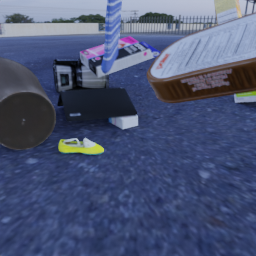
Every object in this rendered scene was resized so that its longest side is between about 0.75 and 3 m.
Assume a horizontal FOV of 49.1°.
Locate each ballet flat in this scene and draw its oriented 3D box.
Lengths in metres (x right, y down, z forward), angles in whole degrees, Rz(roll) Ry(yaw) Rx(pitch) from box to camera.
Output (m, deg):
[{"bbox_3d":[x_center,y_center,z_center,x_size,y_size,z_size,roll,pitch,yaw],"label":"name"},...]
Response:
[{"bbox_3d":[-1.189,0.447,7.043,1.148,0.385,0.384,1,22,3],"label":"ballet flat"}]

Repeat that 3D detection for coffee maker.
[{"bbox_3d":[-2.199,-2.378,12.854,2.362,1.591,2.268,-4,1,-12],"label":"coffee maker"}]

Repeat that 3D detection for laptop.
[{"bbox_3d":[-1.167,-0.646,9.527,2.200,1.282,2.483,-5,-10,-18],"label":"laptop"}]

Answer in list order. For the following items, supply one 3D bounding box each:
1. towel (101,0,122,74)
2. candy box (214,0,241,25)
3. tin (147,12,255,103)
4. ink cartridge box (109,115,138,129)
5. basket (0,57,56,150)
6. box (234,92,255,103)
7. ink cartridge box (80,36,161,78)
[{"bbox_3d":[-0.403,-2.859,6.810,0.322,2.699,1.954,6,28,1],"label":"towel"},{"bbox_3d":[2.708,-2.684,7.384,0.560,2.024,1.168,-12,-22,28],"label":"candy box"},{"bbox_3d":[0.981,-0.756,2.938,1.782,0.373,0.998,-6,38,42],"label":"tin"},{"bbox_3d":[-0.157,-0.285,8.876,0.596,0.349,0.825,-15,25,-32],"label":"ink cartridge box"},{"bbox_3d":[-3.305,-0.720,7.948,2.551,1.924,2.829,16,13,-39],"label":"basket"},{"bbox_3d":[4.833,-2.271,10.643,1.226,2.418,1.360,-16,10,-33],"label":"box"},{"bbox_3d":[-0.228,-2.886,10.880,2.980,0.553,1.411,-23,46,-23],"label":"ink cartridge box"}]
